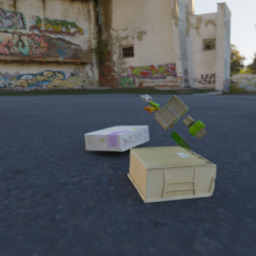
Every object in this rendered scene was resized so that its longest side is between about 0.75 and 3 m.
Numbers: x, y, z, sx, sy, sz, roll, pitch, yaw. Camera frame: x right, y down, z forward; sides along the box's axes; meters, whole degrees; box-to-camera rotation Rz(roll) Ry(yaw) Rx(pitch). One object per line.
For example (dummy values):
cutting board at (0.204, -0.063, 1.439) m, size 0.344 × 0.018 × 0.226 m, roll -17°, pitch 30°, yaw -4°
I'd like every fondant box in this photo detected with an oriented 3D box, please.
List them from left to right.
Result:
fondant box at (-0.376, 0.381, 11.011) m, size 1.620 × 0.654 × 2.246 m, roll -1°, pitch 9°, yaw 30°

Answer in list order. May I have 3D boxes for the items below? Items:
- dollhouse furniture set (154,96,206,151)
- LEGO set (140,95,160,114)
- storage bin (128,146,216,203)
dollhouse furniture set at (1.689, -0.145, 9.060) m, size 0.775 × 1.011 × 1.543 m, roll 38°, pitch 12°, yaw -50°
LEGO set at (1.405, -0.971, 13.548) m, size 0.727 × 0.676 × 1.772 m, roll -19°, pitch 43°, yaw -43°
storage bin at (1.069, 1.126, 7.414) m, size 1.812 × 0.855 × 1.825 m, roll -2°, pitch 10°, yaw -12°
